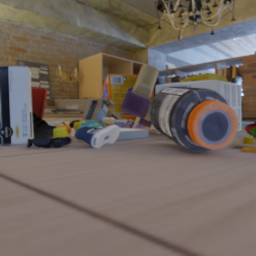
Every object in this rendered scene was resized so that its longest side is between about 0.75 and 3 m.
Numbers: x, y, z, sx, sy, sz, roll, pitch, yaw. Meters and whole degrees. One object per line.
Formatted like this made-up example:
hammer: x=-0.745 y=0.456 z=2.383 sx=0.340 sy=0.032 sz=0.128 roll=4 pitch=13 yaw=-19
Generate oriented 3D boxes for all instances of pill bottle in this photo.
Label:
pill bottle: x=1.503 y=-0.250 z=6.777 sx=1.447 sy=1.447 sz=2.725 roll=-1 pitch=10 yaw=-10

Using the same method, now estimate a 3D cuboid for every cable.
cable: x=-2.075 y=0.392 z=7.423 sx=1.135 sy=0.288 sz=0.926 roll=-3 pitch=-1 yaw=-12

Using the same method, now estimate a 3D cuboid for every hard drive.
hard drive: x=-0.715 y=0.187 z=10.013 sx=1.616 sy=0.327 sz=2.450 roll=-3 pitch=4 yaw=-43

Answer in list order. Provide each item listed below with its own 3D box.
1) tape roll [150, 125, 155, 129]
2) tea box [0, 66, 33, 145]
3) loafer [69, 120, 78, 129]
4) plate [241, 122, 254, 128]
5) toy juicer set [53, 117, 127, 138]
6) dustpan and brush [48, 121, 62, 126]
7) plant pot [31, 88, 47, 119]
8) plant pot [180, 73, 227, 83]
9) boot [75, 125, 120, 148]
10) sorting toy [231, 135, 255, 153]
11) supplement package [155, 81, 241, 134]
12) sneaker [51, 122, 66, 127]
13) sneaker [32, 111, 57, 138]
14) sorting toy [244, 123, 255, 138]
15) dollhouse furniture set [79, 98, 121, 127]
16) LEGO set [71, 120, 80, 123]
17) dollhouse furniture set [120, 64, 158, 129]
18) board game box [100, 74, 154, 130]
tape roll: x=2.509 y=-0.209 z=15.486 sx=2.727 sy=0.498 sz=2.727 roll=1 pitch=3 yaw=0
tea box: x=-3.878 y=-0.620 z=8.044 sx=2.110 sy=2.145 sz=1.433 roll=-1 pitch=3 yaw=-16
loafer: x=-2.058 y=-0.107 z=13.060 sx=1.537 sy=0.559 sz=0.556 roll=5 pitch=4 yaw=-33
plate: x=5.934 y=-0.194 z=16.566 sx=2.772 sy=0.354 sz=2.772 roll=1 pitch=3 yaw=0
toy juicer set: x=-1.225 y=0.092 z=8.881 sx=2.246 sy=0.611 sz=1.429 roll=-11 pitch=8 yaw=-12
dustpan and brush: x=-3.664 y=-0.102 z=15.012 sx=1.669 sy=0.478 sz=1.165 roll=-6 pitch=7 yaw=22
plant pot: x=-5.739 y=-1.031 z=15.360 sx=2.439 sy=2.151 sz=2.441 roll=-1 pitch=3 yaw=-14
plant pot: x=4.683 y=-1.998 z=17.792 sx=2.804 sy=2.804 sz=2.473 roll=-11 pitch=-19 yaw=32
boot: x=-0.803 y=0.131 z=7.722 sx=0.687 sy=0.554 sz=1.522 roll=20 pitch=12 yaw=18
sorting toy: x=3.324 y=0.363 z=7.209 sx=1.207 sy=0.292 sz=2.144 roll=1 pitch=4 yaw=23
supplement package: x=3.065 y=-0.827 z=11.932 sx=2.739 sy=2.106 sz=2.864 roll=2 pitch=5 yaw=37
sneaker: x=-2.942 y=-0.027 z=12.573 sx=1.192 sy=0.458 sz=0.663 roll=-6 pitch=7 yaw=45
sneaker: x=-3.668 y=-0.399 z=9.799 sx=2.850 sy=1.487 sz=0.856 roll=0 pitch=5 yaw=27
sorting toy: x=4.504 y=0.195 z=9.637 sx=0.718 sy=0.491 sz=1.195 roll=-15 pitch=13 yaw=8
dollhouse furniture set: x=-0.819 y=-0.314 z=10.207 sx=0.980 sy=0.985 sz=1.398 roll=3 pitch=-25 yaw=38
LEGO set: x=-1.669 y=-0.166 z=12.028 sx=1.060 sy=0.798 sz=1.378 roll=2 pitch=4 yaw=34
dollhouse furniture set: x=0.889 y=-1.003 z=11.794 sx=2.180 sy=2.752 sz=1.953 roll=22 pitch=-29 yaw=-4
board game box: x=-0.070 y=-1.117 z=13.100 sx=2.068 sy=2.066 sz=2.067 roll=-1 pitch=-15 yaw=-17
